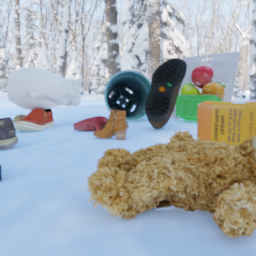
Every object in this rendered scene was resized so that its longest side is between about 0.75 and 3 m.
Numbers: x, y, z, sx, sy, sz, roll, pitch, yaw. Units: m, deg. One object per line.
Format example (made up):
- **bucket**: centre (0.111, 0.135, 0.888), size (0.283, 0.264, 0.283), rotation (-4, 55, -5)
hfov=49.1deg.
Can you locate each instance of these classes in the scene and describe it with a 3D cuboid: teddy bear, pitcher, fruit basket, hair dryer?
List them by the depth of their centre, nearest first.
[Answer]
- **teddy bear**: centre (0.692, 0.403, 2.719), size (2.194, 0.732, 1.590), rotation (2, 9, 20)
- **hair dryer**: centre (-0.873, -0.079, 8.035), size (1.597, 0.434, 1.216), rotation (-1, 9, 24)
- **pitcher**: centre (-2.654, -1.155, 9.028), size (2.312, 1.401, 1.983), rotation (5, 17, -12)
- **fruit basket**: centre (3.041, -1.601, 11.230), size (2.578, 2.783, 1.304), rotation (5, -15, 43)

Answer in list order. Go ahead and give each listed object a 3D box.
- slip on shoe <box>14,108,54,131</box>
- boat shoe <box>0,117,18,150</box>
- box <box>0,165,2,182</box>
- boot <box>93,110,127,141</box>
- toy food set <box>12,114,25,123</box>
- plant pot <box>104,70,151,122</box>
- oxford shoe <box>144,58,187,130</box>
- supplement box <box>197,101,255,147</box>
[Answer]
- **slip on shoe**: centre (-2.918, -0.287, 8.838), size (0.822, 0.679, 2.218), rotation (2, 8, 4)
- **boat shoe**: centre (-3.219, 0.070, 5.500), size (1.975, 0.724, 0.736), rotation (-2, 7, -18)
- **box**: centre (-2.239, 0.551, 3.544), size (0.976, 0.243, 0.969), rotation (-5, 9, -38)
- **boot**: centre (-0.453, -0.089, 6.862), size (0.937, 0.727, 0.359), rotation (4, 8, 32)
- **toy food set**: centre (-3.806, -0.367, 11.080), size (1.923, 0.303, 1.223), rotation (6, 9, 44)
- **plant pot**: centre (-0.094, -1.267, 12.242), size (2.103, 2.103, 2.060), rotation (-1, -1, -9)
- **oxford shoe**: centre (1.200, -1.153, 9.125), size (0.991, 2.727, 1.151), rotation (17, -28, 19)
- **supplement box**: centre (2.937, -0.075, 5.842), size (2.840, 0.945, 0.977), rotation (2, 7, 22)
